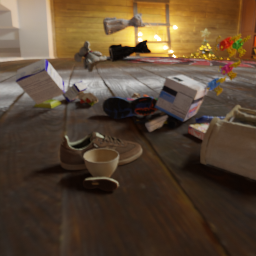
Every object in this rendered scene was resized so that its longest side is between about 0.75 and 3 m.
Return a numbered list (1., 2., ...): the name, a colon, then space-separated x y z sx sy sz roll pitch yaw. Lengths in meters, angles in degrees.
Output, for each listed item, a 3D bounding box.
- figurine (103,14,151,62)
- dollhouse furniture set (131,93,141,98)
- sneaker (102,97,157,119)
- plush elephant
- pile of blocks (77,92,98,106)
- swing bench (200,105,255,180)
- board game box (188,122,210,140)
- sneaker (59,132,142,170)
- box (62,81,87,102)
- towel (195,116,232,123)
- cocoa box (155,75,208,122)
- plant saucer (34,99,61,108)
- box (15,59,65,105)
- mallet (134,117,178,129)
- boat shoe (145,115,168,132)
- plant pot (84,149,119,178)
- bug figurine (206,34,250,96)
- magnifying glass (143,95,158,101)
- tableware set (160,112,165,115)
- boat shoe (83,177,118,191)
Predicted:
1. figurine: -0.025 -4.306 13.175 1.983 2.032 0.875 -13 7 -9
2. dollhouse furniture set: 0.807 -1.156 14.983 1.492 0.728 1.272 34 14 9
3. sneaker: 0.112 -0.956 13.273 2.766 1.042 1.085 3 4 16
4. plush elephant: -2.078 -3.725 14.514 1.234 1.160 1.498 -36 -5 16
5. pile of blocks: -2.281 -1.526 15.662 0.624 0.824 2.007 -51 25 -10
6. swing bench: 3.729 0.416 8.294 2.273 1.482 2.285 17 25 40
7. board game box: 3.288 0.108 10.949 1.467 0.340 1.111 -8 20 -23
8. sneaker: -0.753 0.596 8.503 2.602 0.983 0.917 -9 21 -23
9. box: -3.088 -2.124 16.346 1.106 0.580 1.017 -39 3 25
10. towel: 3.818 -0.377 11.891 1.724 0.206 1.248 -1 -6 -2
11. cocoa box: 2.424 -1.375 12.518 1.487 1.464 2.230 29 23 19
12. plant saucer: -4.437 -1.375 15.460 1.130 0.271 1.132 5 19 15
13. box: -2.915 -1.536 9.403 1.117 1.215 0.637 -19 52 10
14. mallet: 1.234 -0.276 12.174 1.890 0.389 0.623 4 19 24
15. boat shoe: 1.207 -0.171 11.674 1.276 0.426 0.469 -23 8 -35
16. plant pot: -0.731 1.042 7.725 0.950 0.638 0.950 0 18 0
17. bug figurine: 4.225 -2.870 12.085 2.141 2.761 0.710 -30 52 -35
18. magnifying glass: 1.299 -1.696 16.605 0.699 0.197 1.757 -6 22 -18
19. tableware set: 2.357 -1.143 14.364 1.614 0.489 2.442 22 29 8
20. boat shoe: -0.675 1.386 7.199 0.928 0.343 0.343 4 13 14
